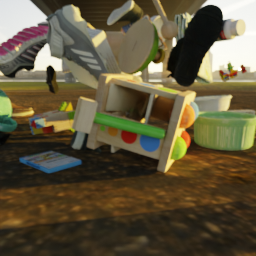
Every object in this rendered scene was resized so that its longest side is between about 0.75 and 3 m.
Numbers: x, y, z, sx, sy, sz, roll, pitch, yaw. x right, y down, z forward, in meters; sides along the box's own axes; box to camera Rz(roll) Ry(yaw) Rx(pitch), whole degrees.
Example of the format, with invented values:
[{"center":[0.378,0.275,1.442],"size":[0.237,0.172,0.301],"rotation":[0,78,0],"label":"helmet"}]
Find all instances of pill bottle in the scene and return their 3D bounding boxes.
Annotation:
[{"center":[3.052,-3.056,8.773],"size":[0.658,0.658,1.100],"rotation":[-7,11,-34],"label":"pill bottle"}]

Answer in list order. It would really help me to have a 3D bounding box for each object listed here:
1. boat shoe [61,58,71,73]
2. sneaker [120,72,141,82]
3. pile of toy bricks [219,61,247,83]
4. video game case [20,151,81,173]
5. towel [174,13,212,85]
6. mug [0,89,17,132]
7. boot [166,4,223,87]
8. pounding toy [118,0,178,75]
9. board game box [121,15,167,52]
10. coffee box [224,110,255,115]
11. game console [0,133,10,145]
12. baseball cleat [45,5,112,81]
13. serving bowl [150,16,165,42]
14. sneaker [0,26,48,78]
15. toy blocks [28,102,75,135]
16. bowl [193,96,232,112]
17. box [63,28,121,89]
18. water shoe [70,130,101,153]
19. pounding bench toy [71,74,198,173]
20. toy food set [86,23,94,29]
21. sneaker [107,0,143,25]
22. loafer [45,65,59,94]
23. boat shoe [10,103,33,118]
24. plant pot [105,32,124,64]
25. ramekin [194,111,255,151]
[{"center":[-2.869,-3.585,13.273],"size":[0.878,0.967,2.630],"rotation":[-19,44,7],"label":"boat shoe"},{"center":[-0.358,-2.425,14.587],"size":[2.342,0.875,0.960],"rotation":[2,33,-12],"label":"sneaker"},{"center":[3.448,-1.957,9.371],"size":[0.663,0.590,1.195],"rotation":[-25,0,3],"label":"pile of toy bricks"},{"center":[-1.919,0.816,6.880],"size":[1.294,0.115,0.926],"rotation":[9,14,41],"label":"video game case"},{"center":[2.856,-3.349,12.250],"size":[0.709,2.521,2.945],"rotation":[-9,-7,32],"label":"towel"},{"center":[-5.449,-0.691,10.657],"size":[2.115,1.738,1.308],"rotation":[3,14,15],"label":"mug"},{"center":[2.104,-2.774,9.525],"size":[1.008,2.724,2.233],"rotation":[17,23,-5],"label":"boot"},{"center":[0.763,-2.681,9.191],"size":[1.095,2.359,1.821],"rotation":[15,44,-36],"label":"pounding toy"},{"center":[0.608,-3.407,10.796],"size":[1.172,1.547,0.358],"rotation":[-29,-3,-6],"label":"board game box"},{"center":[4.564,-0.356,11.670],"size":[1.282,0.725,0.512],"rotation":[-3,11,-13],"label":"coffee box"},{"center":[-5.011,0.384,8.837],"size":[2.265,0.273,1.336],"rotation":[0,10,3],"label":"game console"},{"center":[-1.634,-2.350,9.173],"size":[1.585,2.978,1.038],"rotation":[-31,30,-6],"label":"baseball cleat"},{"center":[1.069,-4.154,12.519],"size":[0.564,1.714,1.714],"rotation":[25,21,27],"label":"serving bowl"},{"center":[-3.632,-2.718,10.078],"size":[1.006,1.193,2.726],"rotation":[24,52,23],"label":"sneaker"},{"center":[-2.934,-0.218,10.438],"size":[1.581,1.156,2.312],"rotation":[-17,13,-27],"label":"toy blocks"},{"center":[3.875,-0.967,13.785],"size":[2.363,1.062,2.363],"rotation":[-6,7,1],"label":"bowl"},{"center":[-1.589,-2.783,11.137],"size":[1.280,1.948,1.958],"rotation":[-44,44,-18],"label":"box"},{"center":[-1.129,0.240,8.674],"size":[0.987,0.894,2.502],"rotation":[21,13,-6],"label":"water shoe"},{"center":[0.314,-0.109,6.427],"size":[2.210,1.760,2.833],"rotation":[17,15,16],"label":"pounding bench toy"},{"center":[-1.724,-4.222,12.651],"size":[0.407,1.644,2.586],"rotation":[-43,-14,14],"label":"toy food set"},{"center":[-0.101,-4.054,10.365],"size":[0.785,0.560,1.583],"rotation":[21,-20,-36],"label":"sneaker"},{"center":[-3.414,-2.092,12.212],"size":[0.470,1.316,0.480],"rotation":[4,28,17],"label":"loafer"},{"center":[-6.526,-1.080,14.697],"size":[2.886,1.067,1.066],"rotation":[-2,10,-10],"label":"boat shoe"},{"center":[-0.092,-4.197,14.537],"size":[1.895,1.775,1.775],"rotation":[-7,10,3],"label":"plant pot"},{"center":[2.967,0.057,8.730],"size":[1.927,0.941,1.927],"rotation":[0,10,0],"label":"ramekin"}]
